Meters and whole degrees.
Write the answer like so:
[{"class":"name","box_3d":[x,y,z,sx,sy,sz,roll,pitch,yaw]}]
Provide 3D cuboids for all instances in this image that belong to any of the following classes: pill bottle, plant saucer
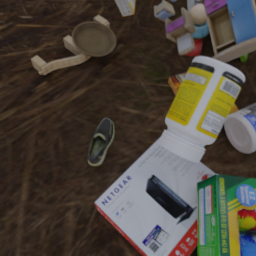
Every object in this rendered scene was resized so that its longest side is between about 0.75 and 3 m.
[{"class":"pill bottle","box_3d":[3.509,-0.186,7.052,1.874,1.066,1.066,-24,62,-12]},{"class":"pill bottle","box_3d":[1.338,-0.322,5.324,1.032,1.032,1.806,27,96,15]},{"class":"plant saucer","box_3d":[-1.048,-2.702,8.627,1.363,0.201,1.363,5,65,-12]}]

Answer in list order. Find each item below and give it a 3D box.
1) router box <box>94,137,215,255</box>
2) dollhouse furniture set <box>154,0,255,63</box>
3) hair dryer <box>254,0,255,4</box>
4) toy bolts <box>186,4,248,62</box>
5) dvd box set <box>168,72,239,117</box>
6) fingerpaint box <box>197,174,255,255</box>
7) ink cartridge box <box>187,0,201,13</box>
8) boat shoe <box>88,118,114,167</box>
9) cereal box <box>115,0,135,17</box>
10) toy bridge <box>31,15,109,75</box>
[{"class":"router box","box_3d":[0.828,1.633,6.258,2.124,0.578,2.367,39,67,20]},{"class":"dollhouse furniture set","box_3d":[1.224,-2.267,5.353,2.240,2.372,1.548,-19,72,39]},{"class":"hair dryer","box_3d":[5.012,-5.231,10.338,2.108,0.752,2.767,5,61,-12]},{"class":"toy bolts","box_3d":[2.734,-3.197,8.574,2.144,1.487,2.048,3,60,2]},{"class":"dvd box set","box_3d":[2.109,-0.857,7.903,1.358,0.273,1.856,-16,61,-8]},{"class":"fingerpaint box","box_3d":[2.550,2.421,5.127,2.334,1.026,2.798,9,67,-7]},{"class":"ink cartridge box","box_3d":[2.834,-4.126,8.834,1.333,1.327,1.834,-16,34,-7]},{"class":"boat shoe","box_3d":[-0.681,0.292,7.121,0.499,0.459,1.397,13,60,8]},{"class":"cereal box","box_3d":[-0.242,-3.628,6.278,0.350,1.773,1.276,-3,64,21]},{"class":"toy bridge","box_3d":[-1.622,-2.499,8.798,0.983,0.398,2.925,38,65,19]}]
